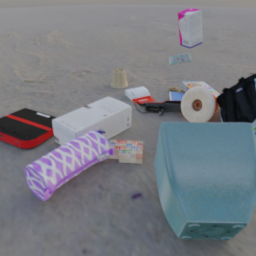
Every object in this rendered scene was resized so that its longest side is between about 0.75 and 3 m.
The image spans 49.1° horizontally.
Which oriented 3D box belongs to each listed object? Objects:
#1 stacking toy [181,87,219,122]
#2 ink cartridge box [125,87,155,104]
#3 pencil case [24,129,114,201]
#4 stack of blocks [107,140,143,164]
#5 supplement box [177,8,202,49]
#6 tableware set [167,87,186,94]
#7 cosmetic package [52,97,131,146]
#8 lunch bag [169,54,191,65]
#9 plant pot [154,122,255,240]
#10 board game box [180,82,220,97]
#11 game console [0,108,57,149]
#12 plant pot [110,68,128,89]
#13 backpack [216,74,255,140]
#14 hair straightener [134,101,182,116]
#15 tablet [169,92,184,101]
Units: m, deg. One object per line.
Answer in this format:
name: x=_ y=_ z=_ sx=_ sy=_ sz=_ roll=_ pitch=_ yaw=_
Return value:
stacking toy: x=3.458 y=-0.975 z=12.164 sx=2.127 sy=1.554 sz=1.554 roll=-5 pitch=25 yaw=-46
ink cartridge box: x=0.588 y=-1.624 z=13.915 sx=1.063 sy=0.314 sz=1.328 roll=-13 pitch=31 yaw=-22
pencil case: x=-1.728 y=1.079 z=8.556 sx=1.178 sy=1.157 sz=2.756 roll=35 pitch=46 yaw=26
stack of blocks: x=-0.176 y=0.811 z=9.682 sx=1.368 sy=0.401 sz=0.788 roll=3 pitch=31 yaw=5
supplement box: x=1.848 y=-2.972 z=8.351 sx=0.516 sy=0.999 sz=0.506 roll=-29 pitch=40 yaw=-18
tableware set: x=2.600 y=-1.959 z=14.580 sx=1.048 sy=0.210 sz=0.692 roll=24 pitch=38 yaw=33
cosmetic package: x=-1.313 y=-0.170 z=10.749 sx=1.428 sy=1.040 sz=2.810 roll=24 pitch=37 yaw=36
lunch bag: x=2.123 y=-2.799 z=11.448 sx=0.872 sy=0.336 sz=0.699 roll=-8 pitch=7 yaw=1
plant pot: x=1.881 y=1.426 z=6.903 sx=2.265 sy=2.259 sz=2.307 roll=1 pitch=54 yaw=1
board game box: x=3.632 y=-1.733 z=13.792 sx=1.348 sy=0.343 sz=2.005 roll=-3 pitch=33 yaw=-21
game console: x=-4.073 y=-0.046 z=11.254 sx=2.589 sy=0.402 sz=2.290 roll=16 pitch=29 yaw=24
plant pot: x=-0.489 y=-2.725 z=15.228 sx=0.963 sy=0.882 sz=0.963 roll=0 pitch=31 yaw=0
backpack: x=4.370 y=-0.521 z=10.329 sx=1.958 sy=1.846 sz=2.401 roll=-35 pitch=19 yaw=34
hair straightener: x=1.421 y=-0.948 z=12.583 sx=2.403 sy=0.492 sz=0.925 roll=7 pitch=31 yaw=11
tablet: x=2.942 y=-1.357 z=13.489 sx=1.871 sy=0.128 sz=1.217 roll=8 pitch=30 yaw=0
